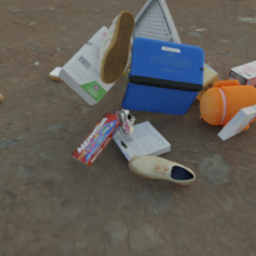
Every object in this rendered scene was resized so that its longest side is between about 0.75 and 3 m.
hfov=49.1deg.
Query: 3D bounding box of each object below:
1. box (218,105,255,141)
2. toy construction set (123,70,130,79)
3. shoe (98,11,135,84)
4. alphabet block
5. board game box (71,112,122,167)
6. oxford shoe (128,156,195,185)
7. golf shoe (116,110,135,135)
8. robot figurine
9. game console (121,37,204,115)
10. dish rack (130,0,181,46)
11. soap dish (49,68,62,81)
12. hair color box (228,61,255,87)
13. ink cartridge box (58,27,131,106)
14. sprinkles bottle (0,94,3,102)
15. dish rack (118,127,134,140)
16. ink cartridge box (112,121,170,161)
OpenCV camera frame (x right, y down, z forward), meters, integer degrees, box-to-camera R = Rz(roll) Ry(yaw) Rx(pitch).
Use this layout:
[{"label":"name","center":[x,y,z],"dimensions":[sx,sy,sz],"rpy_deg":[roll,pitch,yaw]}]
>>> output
[{"label":"box","center":[3.432,-0.177,8.594],"dimensions":[1.357,1.058,0.279],"rpy_deg":[-11,53,-49]},{"label":"toy construction set","center":[1.221,-1.896,10.723],"dimensions":[2.957,1.939,1.362],"rpy_deg":[-32,37,-21]},{"label":"shoe","center":[-0.394,-2.374,8.471],"dimensions":[0.615,0.805,2.302],"rpy_deg":[5,75,53]},{"label":"alphabet block","center":[2.919,-1.810,11.074],"dimensions":[1.004,0.985,0.980],"rpy_deg":[-40,53,4]},{"label":"board game box","center":[-0.850,0.278,7.975],"dimensions":[0.859,0.162,1.669],"rpy_deg":[17,63,47]},{"label":"oxford shoe","center":[0.956,1.131,7.855],"dimensions":[1.900,0.701,0.672],"rpy_deg":[10,77,1]},{"label":"golf shoe","center":[0.000,-0.113,7.121],"dimensions":[0.404,0.878,0.319],"rpy_deg":[-9,53,17]},{"label":"robot figurine","center":[3.642,-0.813,10.008],"dimensions":[2.414,1.737,1.408],"rpy_deg":[-3,12,-3]},{"label":"game console","center":[1.159,-1.700,9.757],"dimensions":[2.538,2.166,1.502],"rpy_deg":[6,-6,-14]},{"label":"dish rack","center":[1.084,-3.511,11.153],"dimensions":[0.614,2.419,2.819],"rpy_deg":[-5,70,-32]},{"label":"soap dish","center":[-3.160,-2.450,12.814],"dimensions":[0.601,0.310,0.764],"rpy_deg":[13,41,15]},{"label":"hair color box","center":[5.541,-2.397,12.545],"dimensions":[1.828,0.584,1.014],"rpy_deg":[-19,44,-23]},{"label":"ink cartridge box","center":[-1.016,-2.025,9.277],"dimensions":[2.087,1.524,0.880],"rpy_deg":[-51,14,-19]},{"label":"sprinkles bottle","center":[-5.638,-0.913,10.812],"dimensions":[0.516,0.516,1.513],"rpy_deg":[26,46,28]},{"label":"dish rack","center":[-0.217,0.087,8.908],"dimensions":[0.201,0.925,0.794],"rpy_deg":[-46,74,2]},{"label":"ink cartridge box","center":[0.363,0.481,9.306],"dimensions":[1.531,0.331,1.503],"rpy_deg":[-19,41,-18]}]
